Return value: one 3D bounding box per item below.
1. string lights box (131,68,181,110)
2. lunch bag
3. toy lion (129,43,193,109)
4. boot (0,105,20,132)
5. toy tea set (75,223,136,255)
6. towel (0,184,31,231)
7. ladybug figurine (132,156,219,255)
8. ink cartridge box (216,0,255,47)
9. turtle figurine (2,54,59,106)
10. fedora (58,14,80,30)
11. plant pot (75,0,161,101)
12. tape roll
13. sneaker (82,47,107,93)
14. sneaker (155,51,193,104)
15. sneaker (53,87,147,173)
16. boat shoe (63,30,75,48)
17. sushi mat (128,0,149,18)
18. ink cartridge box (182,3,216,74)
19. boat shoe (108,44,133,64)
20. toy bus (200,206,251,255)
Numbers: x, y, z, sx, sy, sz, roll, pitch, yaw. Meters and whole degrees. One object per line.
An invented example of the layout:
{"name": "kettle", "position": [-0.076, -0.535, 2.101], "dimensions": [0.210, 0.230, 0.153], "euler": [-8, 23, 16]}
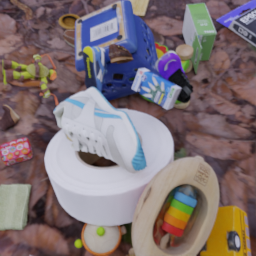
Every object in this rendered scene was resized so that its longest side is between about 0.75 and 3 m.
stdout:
{"name": "string lights box", "position": [0.593, -0.849, 6.028], "dimensions": [0.974, 0.500, 0.287], "euler": [33, 30, 22]}
{"name": "lunch bag", "position": [-3.086, 0.609, 7.724], "dimensions": [0.806, 0.330, 0.710], "euler": [-18, 54, -12]}
{"name": "toy lion", "position": [0.883, -1.839, 9.093], "dimensions": [2.323, 0.832, 2.424], "euler": [4, 57, 11]}
{"name": "boot", "position": [-3.683, -0.306, 8.320], "dimensions": [0.762, 0.276, 0.634], "euler": [37, 63, 18]}
{"name": "toy tea set", "position": [0.279, 2.012, 6.332], "dimensions": [1.770, 1.102, 2.977], "euler": [30, 62, 18]}
{"name": "towel", "position": [-2.888, 1.940, 6.915], "dimensions": [0.857, 0.211, 1.155], "euler": [-3, 57, -1]}
{"name": "ladybug figurine", "position": [0.830, 1.508, 5.155], "dimensions": [1.481, 0.785, 2.183], "euler": [32, 82, -14]}
{"name": "ink cartridge box", "position": [5.244, -4.107, 10.603], "dimensions": [2.642, 0.579, 2.667], "euler": [-33, 62, -19]}
{"name": "turtle figurine", "position": [-2.376, -1.320, 7.047], "dimensions": [1.387, 0.554, 1.720], "euler": [-3, 62, -30]}
{"name": "fedora", "position": [-2.180, -3.922, 10.602], "dimensions": [0.882, 0.360, 0.882], "euler": [2, 59, -3]}
{"name": "plant pot", "position": [-0.390, -2.253, 8.140], "dimensions": [2.092, 1.881, 2.092], "euler": [-15, 61, 19]}
{"name": "tape roll", "position": [-0.388, 0.756, 6.629], "dimensions": [2.946, 1.030, 2.946], "euler": [-5, 37, 4]}
{"name": "sneaker", "position": [-0.761, -1.361, 6.924], "dimensions": [0.486, 1.315, 0.541], "euler": [25, 36, 35]}
{"name": "sneaker", "position": [1.131, -1.045, 6.228], "dimensions": [0.543, 1.563, 0.777], "euler": [-37, 60, 4]}
{"name": "sneaker", "position": [-0.635, 0.133, 5.871], "dimensions": [1.194, 1.131, 2.955], "euler": [-28, 35, -17]}
{"name": "boat shoe", "position": [-1.359, -3.202, 9.911], "dimensions": [2.042, 0.733, 0.773], "euler": [16, 59, 10]}
{"name": "sushi mat", "position": [0.337, -5.320, 11.633], "dimensions": [1.054, 0.133, 2.202], "euler": [10, 58, 7]}
{"name": "ink cartridge box", "position": [2.453, -3.074, 9.576], "dimensions": [0.661, 1.158, 2.231], "euler": [-5, 57, -2]}
{"name": "boat shoe", "position": [-0.163, -1.678, 6.337], "dimensions": [0.399, 1.134, 0.399], "euler": [-14, 96, 13]}
{"name": "toy bus", "position": [2.014, 2.920, 5.741], "dimensions": [0.816, 0.982, 2.508], "euler": [-20, 48, 37]}
